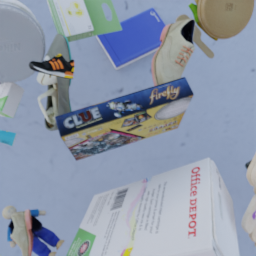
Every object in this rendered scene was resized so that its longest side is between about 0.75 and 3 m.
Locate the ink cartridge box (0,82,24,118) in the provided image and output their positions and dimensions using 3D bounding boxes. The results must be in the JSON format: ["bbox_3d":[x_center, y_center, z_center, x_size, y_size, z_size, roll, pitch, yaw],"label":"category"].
[{"bbox_3d":[-3.390,-0.773,7.255,1.144,0.481,0.832,9,74,24],"label":"ink cartridge box"}]

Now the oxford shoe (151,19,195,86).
[{"bbox_3d":[1.058,-1.611,6.277,0.723,0.754,2.042,23,67,-35],"label":"oxford shoe"}]

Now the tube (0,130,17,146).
[{"bbox_3d":[-3.073,0.111,6.081,1.190,0.461,0.300,17,67,-18],"label":"tube"}]

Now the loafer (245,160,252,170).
[{"bbox_3d":[3.707,0.960,7.592,1.103,0.347,0.396,-5,48,-21],"label":"loafer"}]

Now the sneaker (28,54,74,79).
[{"bbox_3d":[-1.414,-1.206,5.268,0.338,0.965,0.434,18,98,38],"label":"sneaker"}]

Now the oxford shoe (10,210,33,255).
[{"bbox_3d":[-1.892,1.945,4.978,0.359,0.344,0.973,-3,91,-17],"label":"oxford shoe"}]

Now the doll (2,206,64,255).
[{"bbox_3d":[-2.015,2.113,5.834,1.409,0.341,0.961,38,47,-2],"label":"doll"}]

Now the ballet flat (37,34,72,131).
[{"bbox_3d":[-1.768,-0.952,6.665,0.780,2.449,0.825,-19,41,-31],"label":"ballet flat"}]

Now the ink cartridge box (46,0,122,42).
[{"bbox_3d":[-1.199,-3.225,7.861,1.849,0.443,1.345,-18,84,-13],"label":"ink cartridge box"}]

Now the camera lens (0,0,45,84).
[{"bbox_3d":[-3.078,-2.271,7.054,1.810,1.810,2.263,-27,34,-8],"label":"camera lens"}]

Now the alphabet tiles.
[{"bbox_3d":[3.043,1.041,5.683,0.202,2.771,2.710,19,68,46],"label":"alphabet tiles"}]

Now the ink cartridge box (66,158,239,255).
[{"bbox_3d":[0.475,2.067,5.441,2.997,2.170,1.258,-24,111,25],"label":"ink cartridge box"}]

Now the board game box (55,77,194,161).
[{"bbox_3d":[-0.058,-0.099,5.878,2.553,1.729,0.442,-18,70,-8],"label":"board game box"}]

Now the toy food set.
[{"bbox_3d":[2.393,-3.073,7.042,2.371,0.476,1.637,-45,112,8],"label":"toy food set"}]

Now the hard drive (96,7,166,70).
[{"bbox_3d":[0.251,-3.301,10.263,2.420,0.307,1.596,-28,74,-8],"label":"hard drive"}]
